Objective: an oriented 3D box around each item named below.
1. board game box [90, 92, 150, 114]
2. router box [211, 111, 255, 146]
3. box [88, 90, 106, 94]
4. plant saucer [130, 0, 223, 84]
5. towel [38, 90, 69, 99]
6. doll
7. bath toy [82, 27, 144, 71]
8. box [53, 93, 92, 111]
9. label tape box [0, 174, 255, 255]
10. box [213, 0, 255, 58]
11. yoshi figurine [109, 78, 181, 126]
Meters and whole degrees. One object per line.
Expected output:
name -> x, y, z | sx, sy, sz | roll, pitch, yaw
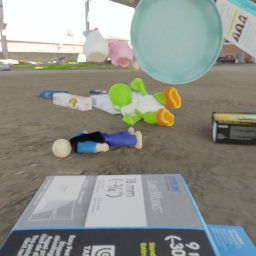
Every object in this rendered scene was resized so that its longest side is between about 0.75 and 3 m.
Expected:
board game box -> -0.141, -1.071, 11.519 | 2.183, 0.476, 2.194 | -8, 16, -28
router box -> 3.202, -0.003, 7.172 | 1.999, 0.522, 1.571 | 3, 14, 12
box -> -1.829, -2.109, 16.308 | 0.947, 0.153, 0.574 | 9, 16, 26
plant saucer -> 0.900, -1.759, 5.338 | 1.828, 1.828, 0.329 | -2, 11, -9
towel -> -3.798, -1.704, 14.276 | 1.506, 0.366, 0.841 | 8, 17, 29
doll -> -0.668, 0.311, 6.091 | 1.907, 0.462, 1.301 | -6, 14, -22
bath toy -> -0.147, -2.587, 9.521 | 2.985, 1.103, 1.298 | 6, -18, -30
box -> -2.383, -1.124, 11.788 | 0.482, 0.450, 2.326 | -12, 19, -40
label tape box -> 0.221, 1.064, 2.540 | 2.327, 0.737, 1.678 | 0, 14, 0
box -> 3.352, -3.003, 8.108 | 0.619, 1.036, 2.518 | -25, 56, -23
yoshi figurine -> 0.281, -0.842, 8.947 | 2.545, 1.425, 1.430 | 10, 23, 44
